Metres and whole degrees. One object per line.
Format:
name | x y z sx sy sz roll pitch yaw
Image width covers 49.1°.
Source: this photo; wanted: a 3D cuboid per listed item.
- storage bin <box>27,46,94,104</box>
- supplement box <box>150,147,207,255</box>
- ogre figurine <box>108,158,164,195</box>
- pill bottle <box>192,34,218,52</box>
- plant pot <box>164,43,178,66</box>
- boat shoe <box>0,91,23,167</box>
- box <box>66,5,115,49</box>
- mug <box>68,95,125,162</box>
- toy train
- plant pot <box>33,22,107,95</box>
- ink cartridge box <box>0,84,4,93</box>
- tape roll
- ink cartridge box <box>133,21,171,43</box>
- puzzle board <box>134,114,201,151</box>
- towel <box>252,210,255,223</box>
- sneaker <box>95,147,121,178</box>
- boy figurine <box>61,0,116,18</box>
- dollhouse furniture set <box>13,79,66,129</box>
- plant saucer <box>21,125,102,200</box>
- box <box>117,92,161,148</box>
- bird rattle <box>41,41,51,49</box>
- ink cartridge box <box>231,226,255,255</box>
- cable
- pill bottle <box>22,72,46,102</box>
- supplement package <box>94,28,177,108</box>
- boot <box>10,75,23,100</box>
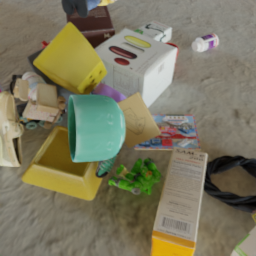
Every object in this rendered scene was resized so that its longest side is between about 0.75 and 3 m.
storage bin | -2.946 -2.273 12.176 1.902 2.061 2.832 -27 74 -12
supplement box | 1.456 2.254 8.031 1.072 1.838 2.916 11 47 13
ogre figurine | 0.384 1.621 9.323 1.102 0.902 1.838 30 19 39
pill bottle | 4.147 -4.587 15.175 1.356 0.763 0.763 -22 51 -19
plant pot | 1.913 -3.584 14.055 1.122 1.022 1.122 0 48 0
boat shoe | -4.002 0.069 9.597 0.851 2.619 0.945 5 10 4
box | -1.881 -4.544 14.155 2.166 2.188 2.637 -8 47 -7
mug | -1.030 -0.064 8.705 1.509 2.005 2.440 -2 19 -18
toy train | -3.460 -0.610 11.122 1.952 1.113 0.832 -15 62 -13
plant pot | -1.886 -2.218 10.217 1.689 1.915 1.915 41 87 9
ink cartridge box | -6.743 -1.137 12.118 2.736 0.574 1.632 -25 51 -20
tape roll | -0.602 -1.073 10.181 1.347 1.347 0.442 29 83 24
ink cartridge box | 1.342 -5.173 15.704 1.367 0.774 1.864 34 55 27
puzzle board | 1.493 0.105 11.159 2.529 0.220 1.906 1 47 1
towel | 4.512 2.815 8.286 1.653 0.188 1.187 -16 78 -16
sneaker | -0.780 1.076 9.532 0.589 0.501 1.346 12 62 45
boy figurine | -1.005 -4.361 9.007 1.589 0.823 2.555 19 49 18
dollhouse furniture set | -3.255 -0.455 9.838 1.839 2.156 1.053 10 48 -32
plant saucer | -2.062 0.978 10.046 2.704 0.655 2.703 13 49 11
box | 0.176 -0.235 9.338 1.296 1.585 0.169 -25 10 25
bird rattle | -4.003 -4.495 15.337 1.393 0.785 1.135 6 34 23
ink cartridge box | 3.218 3.294 7.433 0.940 1.292 0.543 -29 51 -25
cable | 3.640 1.714 9.341 2.627 0.667 2.143 13 48 13
pill bottle | -3.493 -1.486 10.613 0.846 0.846 1.555 -23 47 -20
supplement package | 0.203 -2.585 12.395 2.780 2.044 2.658 28 53 21
boot | -4.775 -1.969 12.872 1.101 0.584 1.673 -5 50 -9
